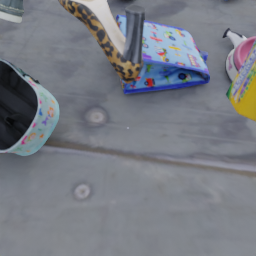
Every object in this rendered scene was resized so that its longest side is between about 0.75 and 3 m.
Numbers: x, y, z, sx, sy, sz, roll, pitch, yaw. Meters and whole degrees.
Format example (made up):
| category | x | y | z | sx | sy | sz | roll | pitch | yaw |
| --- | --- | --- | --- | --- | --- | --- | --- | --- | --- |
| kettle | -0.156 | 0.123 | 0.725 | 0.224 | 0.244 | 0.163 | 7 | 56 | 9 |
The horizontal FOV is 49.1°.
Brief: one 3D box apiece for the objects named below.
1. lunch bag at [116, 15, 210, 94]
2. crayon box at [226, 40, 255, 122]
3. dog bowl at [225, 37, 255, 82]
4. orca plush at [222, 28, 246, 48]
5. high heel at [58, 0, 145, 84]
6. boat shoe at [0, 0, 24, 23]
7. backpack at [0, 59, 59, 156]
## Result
| category | x | y | z | sx | sy | sz | roll | pitch | yaw |
| --- | --- | --- | --- | --- | --- | --- | --- | --- | --- |
| lunch bag | 1.167 | -2.358 | 8.862 | 2.945 | 1.385 | 2.217 | -3 | 52 | -13 |
| crayon box | 2.560 | -0.966 | 5.295 | 0.588 | 1.433 | 2.279 | 25 | 20 | 4 |
| dog bowl | 4.010 | -1.992 | 8.603 | 1.845 | 0.680 | 1.845 | -1 | 70 | 1 |
| orca plush | 3.862 | -2.842 | 9.701 | 1.372 | 0.488 | 0.722 | 42 | 109 | 29 |
| high heel | -0.662 | -1.929 | 5.970 | 2.301 | 1.640 | 0.822 | 29 | 47 | 26 |
| boat shoe | -3.099 | -3.116 | 6.508 | 0.833 | 0.707 | 2.288 | -6 | 35 | -48 |
| backpack | -2.808 | -0.393 | 6.979 | 2.211 | 1.665 | 1.963 | 36 | 92 | 28 |
